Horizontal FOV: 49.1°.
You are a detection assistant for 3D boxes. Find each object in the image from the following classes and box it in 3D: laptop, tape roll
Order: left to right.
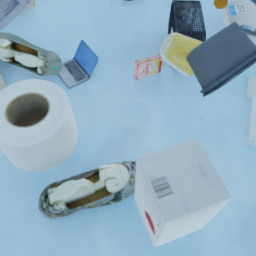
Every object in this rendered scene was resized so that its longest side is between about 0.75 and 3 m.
[{"bbox_3d":[-2.476,-0.066,7.464,2.087,1.433,2.087,0,58,0],"label":"tape roll"},{"bbox_3d":[-1.738,-2.125,9.248,1.215,0.704,1.138,-29,61,-18],"label":"laptop"}]

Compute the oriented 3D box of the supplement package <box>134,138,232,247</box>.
[{"bbox_3d":[0.974,1.483,5.977,1.329,2.220,1.346,-18,59,-11],"label":"supplement package"}]

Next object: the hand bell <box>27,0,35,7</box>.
[{"bbox_3d":[-4.826,-4.411,10.727,1.228,1.228,2.358,31,75,19],"label":"hand bell"}]

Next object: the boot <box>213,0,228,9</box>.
[{"bbox_3d":[2.460,-3.781,7.521,0.370,0.752,1.051,-5,55,17],"label":"boot"}]

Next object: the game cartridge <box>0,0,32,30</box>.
[{"bbox_3d":[-2.497,-2.428,5.419,1.136,0.756,0.232,-20,59,33],"label":"game cartridge"}]

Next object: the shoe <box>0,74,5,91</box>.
[{"bbox_3d":[-4.719,-2.006,9.261,0.649,0.850,2.432,6,40,-49],"label":"shoe"}]

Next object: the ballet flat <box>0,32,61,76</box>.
[{"bbox_3d":[-3.613,-2.458,9.193,2.924,0.985,0.931,20,24,11],"label":"ballet flat"}]

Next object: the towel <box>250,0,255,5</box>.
[{"bbox_3d":[3.131,-3.686,7.131,0.330,1.360,0.760,-45,62,19],"label":"towel"}]

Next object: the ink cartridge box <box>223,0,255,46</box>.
[{"bbox_3d":[4.903,-3.613,9.914,2.576,0.654,2.924,-7,56,13],"label":"ink cartridge box"}]

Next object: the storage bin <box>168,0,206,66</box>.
[{"bbox_3d":[1.928,-3.215,9.545,0.966,1.392,2.059,3,57,1],"label":"storage bin"}]

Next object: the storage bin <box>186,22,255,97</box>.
[{"bbox_3d":[1.811,-1.348,5.475,1.315,0.957,0.883,-33,89,-6],"label":"storage bin"}]

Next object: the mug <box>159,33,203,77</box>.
[{"bbox_3d":[1.390,-1.954,7.036,0.960,1.169,0.936,20,66,-23],"label":"mug"}]

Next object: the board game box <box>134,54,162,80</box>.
[{"bbox_3d":[0.644,-2.007,9.181,0.906,0.686,0.210,-19,59,-11],"label":"board game box"}]

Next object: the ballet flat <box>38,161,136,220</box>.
[{"bbox_3d":[-0.795,1.418,6.783,2.837,1.020,1.020,-19,59,-12],"label":"ballet flat"}]

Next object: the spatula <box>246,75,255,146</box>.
[{"bbox_3d":[4.555,-0.472,8.464,1.934,0.223,2.782,14,58,8],"label":"spatula"}]
